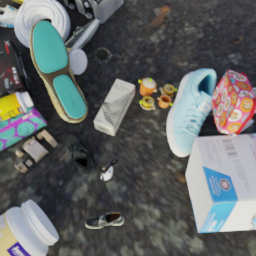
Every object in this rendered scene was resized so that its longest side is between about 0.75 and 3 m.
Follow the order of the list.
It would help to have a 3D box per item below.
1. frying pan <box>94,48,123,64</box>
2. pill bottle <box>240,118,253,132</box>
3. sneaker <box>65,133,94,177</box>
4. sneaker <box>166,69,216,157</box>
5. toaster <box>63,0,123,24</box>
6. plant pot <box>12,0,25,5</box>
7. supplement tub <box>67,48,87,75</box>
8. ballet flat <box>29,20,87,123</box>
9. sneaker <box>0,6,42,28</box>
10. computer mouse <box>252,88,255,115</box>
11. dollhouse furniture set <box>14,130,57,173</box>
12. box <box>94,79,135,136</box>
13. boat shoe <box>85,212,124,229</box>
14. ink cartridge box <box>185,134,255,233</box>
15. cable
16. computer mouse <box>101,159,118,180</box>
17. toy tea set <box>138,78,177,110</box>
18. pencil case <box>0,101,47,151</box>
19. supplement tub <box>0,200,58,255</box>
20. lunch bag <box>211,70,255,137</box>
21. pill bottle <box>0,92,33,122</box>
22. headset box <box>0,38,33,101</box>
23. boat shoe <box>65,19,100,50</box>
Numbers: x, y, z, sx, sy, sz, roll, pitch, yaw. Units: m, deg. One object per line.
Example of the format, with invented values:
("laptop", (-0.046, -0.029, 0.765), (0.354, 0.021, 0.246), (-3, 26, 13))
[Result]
("frying pan", (-0.657, -2.359, 8.928), (0.901, 0.545, 0.147), (-19, 37, 4))
("pill bottle", (3.116, -0.371, 8.111), (0.520, 0.520, 0.911), (-29, 68, -13))
("sneaker", (-1.343, 0.596, 7.524), (0.515, 0.772, 1.347), (-23, 64, -13))
("sneaker", (1.767, -0.494, 7.530), (0.947, 1.050, 2.562), (19, 74, -21))
("toaster", (-1.205, -4.866, 9.928), (1.734, 1.138, 1.918), (32, 68, 14))
("plant pot", (-3.551, -5.077, 9.746), (2.040, 2.040, 1.448), (21, 100, 10))
("supplement tub", (-1.891, -2.072, 8.662), (1.054, 0.767, 0.767), (14, 63, 32))
("ballet flat", (-2.018, -1.476, 7.888), (1.029, 1.029, 2.910), (-23, 94, -11))
("sneaker", (-3.859, -3.834, 9.671), (1.684, 0.730, 0.631), (6, 63, 1))
("computer mouse", (4.506, -0.719, 8.308), (2.432, 0.534, 1.334), (2, 68, -5))
("dollhouse furniture set", (-2.625, 0.576, 7.623), (0.618, 0.528, 1.193), (41, 74, 17))
("box", (-0.379, -0.607, 8.212), (0.648, 0.539, 1.577), (20, 66, 9))
("boat shoe", (-0.595, 2.235, 6.854), (0.950, 0.321, 0.341), (-8, 54, 2))
("ink cartridge box", (2.712, 1.283, 6.508), (2.292, 1.658, 1.687), (-3, 49, -1))
("cable", (-2.836, -3.398, 9.230), (1.803, 0.624, 1.803), (34, 88, 7))
("computer mouse", (-0.491, 1.118, 7.060), (0.192, 0.873, 0.479), (41, 61, 13))
("toy tea set", (1.063, -1.054, 8.262), (1.600, 0.592, 0.952), (-3, 54, -16))
("pencil case", (-3.235, 0.036, 7.738), (1.824, 0.843, 0.776), (-32, 80, -12))
("supplement tub", (-2.622, 2.620, 6.164), (1.830, 1.331, 1.331), (-37, 70, -14))
("lunch bag", (2.319, -0.517, 6.426), (0.567, 1.220, 1.385), (13, 43, -5))
("pill bottle", (-3.057, -0.577, 7.358), (1.004, 0.548, 0.548), (-25, 67, -12))
("headset box", (-4.297, -1.337, 8.247), (2.440, 0.942, 1.815), (-19, 68, -6))
("boat shoe", (-1.559, -3.112, 9.325), (0.521, 0.579, 1.637), (36, 70, -4))
